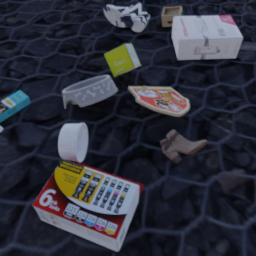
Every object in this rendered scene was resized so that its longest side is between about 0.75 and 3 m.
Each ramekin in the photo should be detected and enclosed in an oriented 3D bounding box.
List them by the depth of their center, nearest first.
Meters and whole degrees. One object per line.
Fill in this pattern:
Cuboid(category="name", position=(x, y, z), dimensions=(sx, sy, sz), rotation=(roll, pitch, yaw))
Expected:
Cuboid(category="ramekin", position=(-1.707, 0.444, 8.727), dimensions=(0.605, 1.240, 1.240), rotation=(4, 50, 8))

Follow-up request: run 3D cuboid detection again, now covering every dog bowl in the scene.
Cuboid(category="dog bowl", position=(-1.402, -1.309, 9.916), dimensions=(2.020, 0.592, 2.020), rotation=(-17, 19, 6))

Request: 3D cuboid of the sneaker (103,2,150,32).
Cuboid(category="sneaker", position=(0.048, -5.756, 14.056), dimensions=(2.308, 0.921, 1.502), rotation=(23, 53, 18))

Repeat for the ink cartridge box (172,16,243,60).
Cuboid(category="ink cartridge box", position=(3.401, -4.062, 12.518), dimensions=(2.666, 1.103, 1.953), rotation=(-2, 50, -2))

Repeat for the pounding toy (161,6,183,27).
Cuboid(category="pounding toy", position=(2.311, -5.394, 13.941), dimensions=(1.177, 0.837, 1.083), rotation=(3, 49, 16))

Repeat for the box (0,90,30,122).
Cuboid(category="box", position=(-4.380, -0.792, 10.315), dimensions=(0.579, 0.346, 1.408), rotation=(34, 58, 25))

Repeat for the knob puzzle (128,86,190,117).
Cuboid(category="knob puzzle", position=(1.249, -1.038, 9.754), dimensions=(2.348, 0.326, 2.348), rotation=(10, 30, -6))

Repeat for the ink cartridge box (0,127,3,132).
Cuboid(category="ink cartridge box", position=(-4.725, 0.032, 8.707), dimensions=(1.128, 1.130, 0.229), rotation=(-39, 23, 12))

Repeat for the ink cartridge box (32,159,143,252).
Cuboid(category="ink cartridge box", position=(-0.970, 1.846, 7.712), dimensions=(2.364, 0.991, 2.076), rotation=(16, 51, 14))

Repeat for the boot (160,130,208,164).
Cuboid(category="boot", position=(1.693, 0.468, 8.916), dimensions=(1.343, 0.472, 0.982), rotation=(-35, 65, 9))

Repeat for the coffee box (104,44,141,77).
Cuboid(category="coffee box", position=(-0.209, -2.678, 11.063), dimensions=(0.967, 0.969, 0.958), rotation=(-20, 10, 21))
